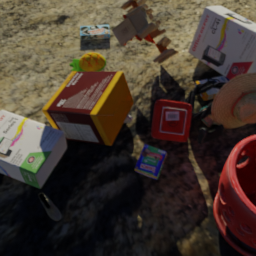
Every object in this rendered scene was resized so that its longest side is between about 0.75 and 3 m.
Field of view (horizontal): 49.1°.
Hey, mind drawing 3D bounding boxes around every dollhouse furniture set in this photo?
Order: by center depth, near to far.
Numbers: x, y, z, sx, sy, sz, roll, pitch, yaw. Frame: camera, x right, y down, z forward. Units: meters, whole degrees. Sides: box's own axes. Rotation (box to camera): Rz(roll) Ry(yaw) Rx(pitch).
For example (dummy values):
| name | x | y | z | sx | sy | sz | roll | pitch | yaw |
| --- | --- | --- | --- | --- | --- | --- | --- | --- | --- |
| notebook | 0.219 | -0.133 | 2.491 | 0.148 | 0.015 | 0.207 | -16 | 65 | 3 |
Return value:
| name | x | y | z | sx | sy | sz | roll | pitch | yaw |
| --- | --- | --- | --- | --- | --- | --- | --- | --- | --- |
| dollhouse furniture set | 0.582 | -4.143 | 12.006 | 1.498 | 2.876 | 2.908 | -32 | 87 | 22 |

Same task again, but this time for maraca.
| name | x | y | z | sx | sy | sz | roll | pitch | yaw |
| --- | --- | --- | --- | --- | --- | --- | --- | --- | --- |
| maraca | -1.778 | -2.832 | 12.459 | 1.615 | 0.864 | 1.107 | -15 | 60 | -10 |

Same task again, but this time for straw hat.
| name | x | y | z | sx | sy | sz | roll | pitch | yaw |
| --- | --- | --- | --- | --- | --- | --- | --- | --- | --- |
| straw hat | 4.227 | -0.683 | 9.667 | 2.435 | 2.435 | 1.030 | -11 | 37 | -9 |

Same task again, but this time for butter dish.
| name | x | y | z | sx | sy | sz | roll | pitch | yaw |
| --- | --- | --- | --- | --- | --- | --- | --- | --- | --- |
| butter dish | 1.503 | -0.269 | 10.330 | 1.415 | 1.046 | 1.411 | 7 | 93 | -9 |

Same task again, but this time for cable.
| name | x | y | z | sx | sy | sz | roll | pitch | yaw |
| --- | --- | --- | --- | --- | --- | --- | --- | --- | --- |
| cable | 2.886 | -1.101 | 10.766 | 2.058 | 0.523 | 1.679 | -44 | 39 | -4 |

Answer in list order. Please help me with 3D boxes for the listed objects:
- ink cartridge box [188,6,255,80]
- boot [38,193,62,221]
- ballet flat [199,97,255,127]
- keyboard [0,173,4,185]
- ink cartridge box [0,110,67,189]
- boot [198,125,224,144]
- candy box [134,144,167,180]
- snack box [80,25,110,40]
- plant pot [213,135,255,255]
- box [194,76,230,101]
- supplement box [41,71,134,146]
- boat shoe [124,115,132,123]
| name | x | y | z | sx | sy | sz | roll | pitch | yaw |
| --- | --- | --- | --- | --- | --- | --- | --- | --- | --- |
| ink cartridge box | 4.351 | -3.579 | 12.063 | 1.284 | 2.213 | 2.999 | -22 | 52 | -38 |
| boot | -2.319 | 2.350 | 8.219 | 0.329 | 0.636 | 0.973 | -37 | 86 | -17 |
| ballet flat | 4.019 | -0.662 | 10.809 | 2.602 | 0.886 | 0.875 | -22 | 61 | -5 |
| keyboard | -4.424 | 1.517 | 9.468 | 0.537 | 0.115 | 0.895 | 4 | 51 | -4 |
| ink cartridge box | -3.635 | 0.667 | 9.443 | 2.502 | 1.051 | 1.812 | 19 | 53 | 10 |
| boot | 3.044 | 0.136 | 10.113 | 0.999 | 0.823 | 0.328 | -20 | 58 | -14 |
| candy box | 0.751 | 1.129 | 9.257 | 0.806 | 0.367 | 0.953 | 18 | 78 | 19 |
| snack box | -1.721 | -4.969 | 14.529 | 1.515 | 0.281 | 0.880 | -5 | 52 | -4 |
| plant pot | 3.777 | 1.948 | 7.532 | 2.828 | 2.575 | 2.828 | 0 | 52 | 0 |
| box | 3.736 | -1.718 | 11.925 | 1.566 | 0.325 | 0.932 | -12 | 52 | -13 |
| supplement box | -1.353 | -0.779 | 10.035 | 2.249 | 1.493 | 2.218 | 6 | 49 | 27 |
| boat shoe | -0.475 | -0.301 | 10.688 | 1.240 | 0.446 | 0.407 | 8 | 49 | 8 |
